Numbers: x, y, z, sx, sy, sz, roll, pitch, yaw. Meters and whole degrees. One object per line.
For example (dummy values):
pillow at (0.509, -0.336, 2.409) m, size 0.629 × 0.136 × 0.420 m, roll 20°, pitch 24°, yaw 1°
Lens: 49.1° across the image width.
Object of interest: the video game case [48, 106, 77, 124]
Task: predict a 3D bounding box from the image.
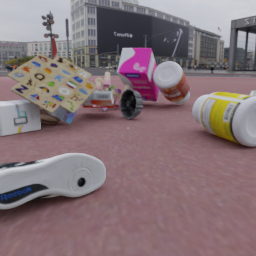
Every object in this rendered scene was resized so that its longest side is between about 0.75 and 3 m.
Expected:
video game case at (-2.056, -0.790, 9.260) m, size 0.982 × 1.083 × 0.246 m, roll 23°, pitch -4°, yaw 36°

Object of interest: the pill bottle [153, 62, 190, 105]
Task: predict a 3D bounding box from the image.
pill bottle at (2.068, -1.914, 12.648) m, size 1.265 × 1.265 × 2.255 m, roll 7°, pitch -15°, yaw 28°

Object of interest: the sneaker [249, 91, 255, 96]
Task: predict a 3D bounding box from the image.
sneaker at (5.621, -1.244, 12.299) m, size 0.713 × 0.812 × 2.027 m, roll 2°, pitch 11°, yaw 15°

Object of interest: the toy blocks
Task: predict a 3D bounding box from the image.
toy blocks at (-0.930, -1.243, 11.965) m, size 1.646 × 1.386 × 1.538 m, roll -19°, pitch -33°, yaw 41°

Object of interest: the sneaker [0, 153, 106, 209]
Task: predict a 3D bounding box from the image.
sneaker at (-1.284, 0.690, 4.168) m, size 1.756 × 0.642 × 0.982 m, roll -1°, pitch 1°, yaw -40°

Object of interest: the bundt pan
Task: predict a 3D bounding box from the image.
bundt pan at (0.151, -0.855, 9.989) m, size 0.404 × 1.076 × 1.076 m, roll -3°, pitch 12°, yaw -34°

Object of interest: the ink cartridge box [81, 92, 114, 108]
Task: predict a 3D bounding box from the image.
ink cartridge box at (-1.190, -0.887, 10.365) m, size 1.268 × 0.392 × 1.563 m, roll 0°, pitch -19°, yaw 1°

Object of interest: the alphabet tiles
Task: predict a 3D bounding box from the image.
alphabet tiles at (-2.255, -1.442, 8.718) m, size 2.206 × 0.084 × 2.651 m, roll 30°, pitch 39°, yaw 0°

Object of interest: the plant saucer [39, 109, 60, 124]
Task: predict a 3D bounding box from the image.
plant saucer at (-2.741, -0.359, 9.295) m, size 1.017 × 0.186 × 1.017 m, roll 19°, pitch 17°, yaw -6°

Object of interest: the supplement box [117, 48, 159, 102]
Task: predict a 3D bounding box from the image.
supplement box at (0.565, -2.367, 12.786) m, size 1.309 × 1.337 × 2.586 m, roll 5°, pitch -21°, yaw 18°

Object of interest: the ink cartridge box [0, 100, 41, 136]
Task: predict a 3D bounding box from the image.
ink cartridge box at (-3.289, -0.329, 8.128) m, size 1.158 × 0.846 × 0.850 m, roll -12°, pitch 17°, yaw -42°

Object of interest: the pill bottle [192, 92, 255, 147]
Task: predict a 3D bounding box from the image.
pill bottle at (2.614, -0.321, 7.302) m, size 1.173 × 1.173 × 2.086 m, roll -4°, pitch 13°, yaw -19°
